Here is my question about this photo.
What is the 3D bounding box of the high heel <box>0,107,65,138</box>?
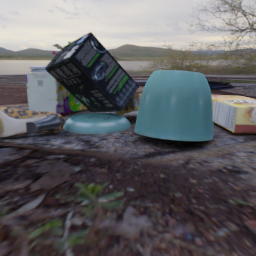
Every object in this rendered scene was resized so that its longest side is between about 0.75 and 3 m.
[{"bbox_3d":[-2.941,-0.209,7.883,2.188,0.781,1.560,10,11,19],"label":"high heel"}]

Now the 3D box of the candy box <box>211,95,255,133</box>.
[{"bbox_3d":[3.541,-0.515,8.980,1.651,0.791,2.860,1,13,-7],"label":"candy box"}]

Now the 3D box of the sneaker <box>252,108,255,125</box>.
[{"bbox_3d":[4.570,-0.157,7.127,2.621,0.965,1.546,16,24,21],"label":"sneaker"}]

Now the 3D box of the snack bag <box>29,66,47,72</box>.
[{"bbox_3d":[-2.205,-2.385,11.218,2.634,0.282,2.483,2,12,6],"label":"snack bag"}]

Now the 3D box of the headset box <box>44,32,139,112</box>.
[{"bbox_3d":[-1.131,-1.566,9.011,2.097,2.408,1.117,2,53,56],"label":"headset box"}]

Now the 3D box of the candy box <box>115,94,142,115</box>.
[{"bbox_3d":[0.380,-0.880,9.650,1.022,0.490,1.770,-19,5,-34],"label":"candy box"}]

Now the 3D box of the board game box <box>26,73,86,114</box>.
[{"bbox_3d":[-2.457,-1.533,11.584,1.569,1.541,2.992,7,15,29],"label":"board game box"}]

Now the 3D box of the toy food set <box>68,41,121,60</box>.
[{"bbox_3d":[-1.532,-2.966,11.383,1.804,0.524,2.613,17,8,-27],"label":"toy food set"}]

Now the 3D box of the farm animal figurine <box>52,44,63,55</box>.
[{"bbox_3d":[-2.845,-3.276,12.439,0.970,0.981,0.511,-1,15,20],"label":"farm animal figurine"}]

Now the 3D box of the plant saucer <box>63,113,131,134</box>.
[{"bbox_3d":[-0.978,-0.198,8.854,2.122,0.291,2.122,-1,13,0],"label":"plant saucer"}]

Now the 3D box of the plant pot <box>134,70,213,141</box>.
[{"bbox_3d":[1.214,-0.620,7.213,2.011,1.614,2.011,3,6,0],"label":"plant pot"}]
